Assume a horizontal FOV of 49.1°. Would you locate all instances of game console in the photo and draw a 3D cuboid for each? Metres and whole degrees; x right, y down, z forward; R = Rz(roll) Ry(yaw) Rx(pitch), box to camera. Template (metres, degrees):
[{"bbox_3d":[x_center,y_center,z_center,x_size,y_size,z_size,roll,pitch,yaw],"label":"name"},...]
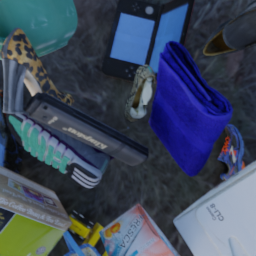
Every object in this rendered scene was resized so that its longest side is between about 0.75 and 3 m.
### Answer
[{"bbox_3d":[0.490,-2.731,8.272,2.255,1.553,2.617,14,86,1],"label":"game console"}]

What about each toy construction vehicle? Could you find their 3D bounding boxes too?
[{"bbox_3d":[-1.211,3.978,8.306,2.491,0.877,2.169,33,76,-1],"label":"toy construction vehicle"}]

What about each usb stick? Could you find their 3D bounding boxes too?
[{"bbox_3d":[-0.754,0.104,5.957,2.823,0.783,0.460,30,61,-28],"label":"usb stick"}]

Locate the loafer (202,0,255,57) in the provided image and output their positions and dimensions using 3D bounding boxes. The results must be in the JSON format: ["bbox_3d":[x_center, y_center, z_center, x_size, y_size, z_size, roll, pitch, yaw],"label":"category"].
[{"bbox_3d":[2.586,-2.120,6.349,0.911,2.519,0.917,-40,96,-8],"label":"loafer"}]

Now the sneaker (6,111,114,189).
[{"bbox_3d":[-1.568,0.290,6.606,2.596,0.966,1.136,37,46,2],"label":"sneaker"}]

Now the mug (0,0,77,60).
[{"bbox_3d":[-2.464,-2.369,6.211,2.740,2.251,1.694,-37,119,-31],"label":"mug"}]

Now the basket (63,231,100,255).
[{"bbox_3d":[-1.067,3.190,6.483,0.952,1.207,1.369,-21,115,-27],"label":"basket"}]

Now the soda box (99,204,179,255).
[{"bbox_3d":[0.529,2.590,5.273,0.902,0.839,2.638,-35,127,-4],"label":"soda box"}]

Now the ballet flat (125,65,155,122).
[{"bbox_3d":[0.281,-0.647,6.438,0.532,0.591,1.568,-1,129,-22],"label":"ballet flat"}]

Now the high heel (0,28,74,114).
[{"bbox_3d":[-1.730,-1.136,5.967,0.792,2.218,1.581,8,99,21],"label":"high heel"}]

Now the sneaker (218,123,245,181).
[{"bbox_3d":[3.099,0.788,8.507,0.732,0.703,1.865,-4,84,5],"label":"sneaker"}]

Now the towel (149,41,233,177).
[{"bbox_3d":[1.129,-0.226,6.163,0.681,2.750,2.031,-21,60,-12],"label":"towel"}]

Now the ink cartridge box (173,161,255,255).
[{"bbox_3d":[2.660,1.998,5.740,2.104,2.910,2.114,-40,72,18],"label":"ink cartridge box"}]

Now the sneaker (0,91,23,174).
[{"bbox_3d":[-3.971,0.423,8.419,1.172,1.125,2.988,-11,78,7],"label":"sneaker"}]

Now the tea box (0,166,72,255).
[{"bbox_3d":[-3.279,2.582,7.355,2.371,1.610,2.410,-50,129,-3],"label":"tea box"}]
